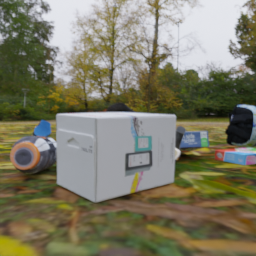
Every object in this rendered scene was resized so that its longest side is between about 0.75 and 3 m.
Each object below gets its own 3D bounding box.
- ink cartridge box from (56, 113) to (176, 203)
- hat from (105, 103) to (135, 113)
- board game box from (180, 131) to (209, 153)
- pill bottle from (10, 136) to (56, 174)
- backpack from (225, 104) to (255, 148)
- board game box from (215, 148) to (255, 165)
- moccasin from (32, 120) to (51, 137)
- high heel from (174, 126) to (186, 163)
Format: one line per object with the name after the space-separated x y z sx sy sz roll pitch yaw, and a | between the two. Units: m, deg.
-0.209 0.369 4.819 1.694 1.237 1.243 -3 6 -40 | ink cartridge box
-0.373 -0.173 13.817 2.041 2.041 0.823 -2 -20 -31 | hat
0.731 0.465 8.057 2.583 0.445 1.748 0 -10 -11 | board game box
-1.930 0.543 5.800 0.755 0.755 1.422 0 -2 -2 | pill bottle
4.252 -0.030 9.624 1.546 1.640 2.011 13 1 14 | backpack
3.205 0.754 7.573 1.327 0.268 1.015 -1 3 -27 | board game box
-3.771 0.268 12.371 0.779 0.660 1.935 24 13 -10 | moccasin
0.820 0.808 6.467 0.578 1.154 1.618 29 47 18 | high heel
